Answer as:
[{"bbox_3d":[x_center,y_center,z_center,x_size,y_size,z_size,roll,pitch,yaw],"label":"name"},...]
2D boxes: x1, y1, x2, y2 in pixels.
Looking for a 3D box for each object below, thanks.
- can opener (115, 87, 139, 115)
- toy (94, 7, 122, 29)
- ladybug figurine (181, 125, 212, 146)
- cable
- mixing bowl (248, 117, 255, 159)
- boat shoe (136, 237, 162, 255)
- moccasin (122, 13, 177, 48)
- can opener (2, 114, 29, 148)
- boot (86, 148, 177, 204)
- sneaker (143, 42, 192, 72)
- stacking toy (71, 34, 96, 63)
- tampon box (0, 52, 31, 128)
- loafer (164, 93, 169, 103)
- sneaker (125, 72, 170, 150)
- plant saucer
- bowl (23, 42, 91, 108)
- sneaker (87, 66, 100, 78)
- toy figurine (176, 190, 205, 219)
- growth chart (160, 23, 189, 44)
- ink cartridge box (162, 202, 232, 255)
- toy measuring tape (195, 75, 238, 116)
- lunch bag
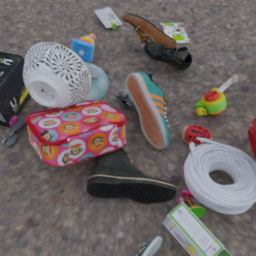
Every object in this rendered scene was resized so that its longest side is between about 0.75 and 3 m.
[{"bbox_3d":[0.282,-0.680,9.390,1.774,0.593,0.473,43,60,13],"label":"can opener"},{"bbox_3d":[-0.895,-4.811,12.448,0.766,0.314,1.330,-22,57,-18],"label":"toy"},{"bbox_3d":[2.082,0.202,8.587,1.005,0.361,0.682,13,66,31],"label":"ladybug figurine"},{"bbox_3d":[2.513,1.307,7.519,2.064,0.714,2.064,14,45,9],"label":"cable"},{"bbox_3d":[3.811,0.380,6.995,1.237,2.284,2.284,-18,53,13],"label":"mixing bowl"},{"bbox_3d":[0.417,2.872,6.558,0.912,0.322,0.290,-47,44,-9],"label":"boat shoe"},{"bbox_3d":[0.741,-3.565,10.818,2.335,0.902,0.854,34,15,-7],"label":"moccasin"},{"bbox_3d":[-3.486,0.102,8.909,0.413,0.330,1.235,44,59,-10],"label":"can opener"},{"bbox_3d":[0.134,1.145,7.816,2.353,0.911,1.627,10,40,-5],"label":"boot"},{"bbox_3d":[1.484,-2.669,9.990,1.857,1.064,0.710,24,79,-10],"label":"sneaker"},{"bbox_3d":[-1.635,-3.355,11.173,0.891,0.843,1.536,17,44,-2],"label":"stacking toy"},{"bbox_3d":[-4.723,-1.391,9.144,2.487,1.570,1.864,13,55,9],"label":"tampon box"},{"bbox_3d":[0.953,-0.931,9.523,1.006,0.339,0.383,-23,85,-8],"label":"loafer"},{"bbox_3d":[0.826,-0.593,8.565,0.987,0.881,2.469,-18,85,-37],"label":"sneaker"},{"bbox_3d":[-1.905,-1.714,10.096,2.380,0.458,2.380,0,55,0],"label":"plant saucer"},{"bbox_3d":[-2.087,-1.185,7.581,1.991,1.991,0.934,12,46,9],"label":"bowl"},{"bbox_3d":[-1.562,-1.887,9.727,1.147,0.406,0.419,-9,91,-25],"label":"sneaker"},{"bbox_3d":[1.528,2.019,7.415,0.787,0.591,0.724,-27,40,10],"label":"toy figurine"},{"bbox_3d":[2.011,-4.070,12.025,1.041,0.128,1.438,-6,55,-6],"label":"growth chart"},{"bbox_3d":[1.591,2.594,6.367,0.515,0.902,1.737,-37,68,-19],"label":"ink cartridge box"},{"bbox_3d":[3.130,-1.052,9.302,2.207,0.812,0.812,-37,62,-18],"label":"toy measuring tape"},{"bbox_3d":[-1.526,-0.002,8.083,2.549,1.044,2.245,-17,32,-31],"label":"lunch bag"}]
